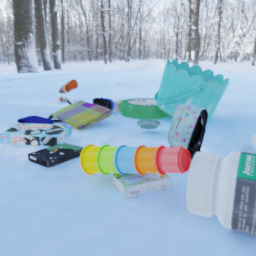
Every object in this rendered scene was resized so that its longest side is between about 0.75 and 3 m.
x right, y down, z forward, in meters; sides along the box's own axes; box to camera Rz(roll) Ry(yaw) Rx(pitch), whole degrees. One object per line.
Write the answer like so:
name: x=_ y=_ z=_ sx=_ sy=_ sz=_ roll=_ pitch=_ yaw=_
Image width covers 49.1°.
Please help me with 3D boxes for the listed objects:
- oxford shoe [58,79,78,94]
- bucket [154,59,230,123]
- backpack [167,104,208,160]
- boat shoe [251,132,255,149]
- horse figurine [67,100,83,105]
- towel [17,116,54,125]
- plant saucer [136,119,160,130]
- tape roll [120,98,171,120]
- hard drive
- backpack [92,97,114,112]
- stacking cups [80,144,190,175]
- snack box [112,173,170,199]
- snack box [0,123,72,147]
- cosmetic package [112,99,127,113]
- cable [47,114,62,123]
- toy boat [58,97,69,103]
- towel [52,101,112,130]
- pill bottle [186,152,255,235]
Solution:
oxford shoe: x=-2.961 y=-2.050 z=13.885 sx=0.523 sy=0.511 sz=1.434 roll=-15 pitch=16 yaw=24
bucket: x=2.733 y=-1.648 z=12.429 sx=3.082 sy=2.005 sz=3.082 roll=15 pitch=23 yaw=-6
backpack: x=1.622 y=0.089 z=7.629 sx=0.924 sy=1.460 sz=1.218 roll=17 pitch=5 yaw=21
boat shoe: x=4.530 y=0.292 z=8.721 sx=2.294 sy=0.823 sz=0.777 roll=-5 pitch=15 yaw=-27
horse figurine: x=-2.468 y=-1.177 z=14.964 sx=1.616 sy=0.403 sz=1.071 roll=-1 pitch=29 yaw=-38
towel: x=-3.666 y=-0.190 z=11.190 sx=1.023 sy=0.343 sz=1.386 roll=14 pitch=9 yaw=2
plant saucer: x=0.761 y=-0.105 z=10.505 sx=0.903 sy=0.162 sz=0.903 roll=3 pitch=-17 yaw=1
tape roll: x=0.935 y=-0.999 z=14.009 sx=2.633 sy=0.633 sz=2.633 roll=1 pitch=15 yaw=0
hard drive: x=-2.019 y=0.760 z=7.996 sx=0.939 sy=0.254 sz=1.344 roll=11 pitch=19 yaw=35
backpack: x=-1.226 y=-1.158 z=14.256 sx=1.016 sy=0.825 sz=0.852 roll=2 pitch=12 yaw=12
stacking cups: x=0.090 y=0.626 z=5.968 sx=2.470 sy=0.747 sz=0.747 roll=-8 pitch=8 yaw=35
snack box: x=0.290 y=1.177 z=6.259 sx=1.085 sy=0.287 sz=0.772 roll=-9 pitch=19 yaw=-22
snack box: x=-3.125 y=0.218 z=9.612 sx=2.084 sy=0.387 sz=1.211 roll=2 pitch=19 yaw=9
cosmetic package: x=-0.385 y=-1.201 z=15.049 sx=0.712 sy=0.503 sz=1.376 roll=13 pitch=21 yaw=42
cable: x=-3.241 y=-0.393 z=12.537 sx=0.743 sy=0.231 sz=0.911 roll=16 pitch=29 yaw=18
toy boat: x=-4.109 y=-1.738 z=17.524 sx=0.682 sy=0.377 sz=0.811 roll=5 pitch=7 yaw=3
towel: x=-2.038 y=-0.583 z=12.100 sx=1.766 sy=0.280 sz=2.459 roll=-30 pitch=33 yaw=-32
pill bottle: x=2.228 y=1.100 z=4.584 sx=2.327 sy=1.316 sz=1.316 roll=6 pitch=16 yaw=24
